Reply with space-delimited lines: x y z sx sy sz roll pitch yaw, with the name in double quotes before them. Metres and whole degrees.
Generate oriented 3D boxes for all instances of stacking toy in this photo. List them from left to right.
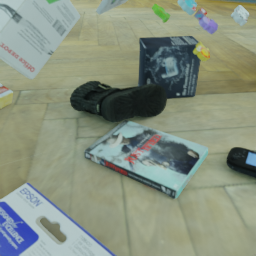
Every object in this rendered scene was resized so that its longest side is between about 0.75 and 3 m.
"stacking toy" 1.614 -2.635 6.535 1.913 1.443 0.450 39 52 -7

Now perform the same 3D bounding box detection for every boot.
"boot" -0.294 -0.998 9.314 2.781 1.046 2.079 -10 19 -38

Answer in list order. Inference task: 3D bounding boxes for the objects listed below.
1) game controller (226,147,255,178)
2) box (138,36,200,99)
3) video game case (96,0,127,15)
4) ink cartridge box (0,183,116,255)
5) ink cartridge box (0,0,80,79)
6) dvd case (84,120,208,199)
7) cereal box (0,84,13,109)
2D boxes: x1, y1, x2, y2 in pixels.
"game controller" 3.454 0.962 6.820 1.995 0.420 1.041 18 37 24
"box" 1.450 -2.195 10.281 2.031 1.997 1.192 -4 34 -6
"video game case" -0.086 -4.527 8.971 0.215 1.815 1.652 48 49 -5
"ink cartridge box" -2.026 2.421 4.374 2.830 0.673 2.864 25 38 35
"ink cartridge box" -2.749 -2.860 7.751 1.030 1.788 2.450 34 86 25
"dvd case" 0.485 0.659 7.401 2.682 0.295 1.958 19 37 30
"cereal box" -5.709 -1.370 9.263 2.943 0.582 2.117 32 35 7
